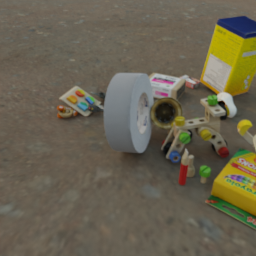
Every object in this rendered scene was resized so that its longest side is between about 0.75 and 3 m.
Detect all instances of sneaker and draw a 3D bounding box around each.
[{"bbox_3d":[3.457,-0.975,10.334,0.661,0.568,1.560,21,27,-10],"label":"sneaker"}]

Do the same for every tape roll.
[{"bbox_3d":[0.100,-0.425,8.050,0.751,2.274,2.274,4,32,19],"label":"tape roll"}]

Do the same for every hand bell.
[{"bbox_3d":[1.108,-0.560,9.476,1.012,1.012,1.943,-2,7,-3],"label":"hand bell"}]

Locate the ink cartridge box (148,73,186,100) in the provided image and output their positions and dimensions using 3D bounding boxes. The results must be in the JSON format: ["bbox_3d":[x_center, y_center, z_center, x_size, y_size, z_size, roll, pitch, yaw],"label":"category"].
[{"bbox_3d":[1.467,-1.693,11.641,1.555,0.584,1.281,16,35,22],"label":"ink cartridge box"}]

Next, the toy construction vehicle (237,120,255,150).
[{"bbox_3d":[4.198,0.799,7.278,2.541,0.895,2.212,22,32,-2],"label":"toy construction vehicle"}]

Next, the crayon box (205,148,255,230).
[{"bbox_3d":[2.980,1.398,6.931,1.312,0.525,2.067,24,40,31],"label":"crayon box"}]

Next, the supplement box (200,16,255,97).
[{"bbox_3d":[4.209,-2.796,11.179,1.503,2.745,1.494,-16,45,-24],"label":"supplement box"}]

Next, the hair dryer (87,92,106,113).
[{"bbox_3d":[-0.395,-1.117,10.657,2.270,0.617,1.729,5,33,-1],"label":"hair dryer"}]

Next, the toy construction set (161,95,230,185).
[{"bbox_3d":[1.859,0.145,7.667,1.989,1.832,2.385,10,35,15],"label":"toy construction set"}]

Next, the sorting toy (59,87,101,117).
[{"bbox_3d":[-1.777,-1.054,10.604,1.271,0.232,1.176,32,39,4],"label":"sorting toy"}]

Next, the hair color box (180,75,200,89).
[{"bbox_3d":[2.722,-2.052,12.483,0.471,0.271,0.849,-25,42,-33],"label":"hair color box"}]

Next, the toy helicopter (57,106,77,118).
[{"bbox_3d":[-2.071,-0.667,10.234,0.686,0.409,1.038,20,37,17],"label":"toy helicopter"}]
